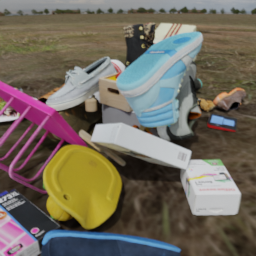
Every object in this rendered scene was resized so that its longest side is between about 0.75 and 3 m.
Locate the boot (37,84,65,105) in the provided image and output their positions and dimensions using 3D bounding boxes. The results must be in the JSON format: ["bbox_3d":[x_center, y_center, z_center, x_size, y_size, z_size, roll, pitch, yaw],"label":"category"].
[{"bbox_3d":[-2.480,-1.078,9.967,1.811,0.862,2.340,-31,13,-37],"label":"boot"}]

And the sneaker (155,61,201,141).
[{"bbox_3d":[1.593,-0.754,7.713,1.027,0.958,2.591,3,62,31],"label":"sneaker"}]

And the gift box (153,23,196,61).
[{"bbox_3d":[2.127,-4.056,14.515,2.312,2.506,2.340,11,52,29],"label":"gift box"}]

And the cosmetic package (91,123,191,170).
[{"bbox_3d":[0.255,0.416,6.326,1.842,0.476,1.389,22,-8,-24],"label":"cosmetic package"}]

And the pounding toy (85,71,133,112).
[{"bbox_3d":[-0.481,-1.156,8.433,1.755,0.914,1.998,21,32,37],"label":"pounding toy"}]

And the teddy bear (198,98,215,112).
[{"bbox_3d":[2.537,-0.966,10.764,1.552,0.518,1.125,12,26,23],"label":"teddy bear"}]

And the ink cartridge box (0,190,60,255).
[{"bbox_3d":[-2.268,1.730,5.271,2.055,0.381,0.973,18,30,38],"label":"ink cartridge box"}]

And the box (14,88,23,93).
[{"bbox_3d":[-4.818,-1.438,11.799,0.768,0.448,0.231,5,46,8],"label":"box"}]

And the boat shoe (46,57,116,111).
[{"bbox_3d":[-1.465,-1.414,8.532,2.643,0.941,0.922,-36,33,-32],"label":"boat shoe"}]

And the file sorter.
[{"bbox_3d":[-2.517,0.178,6.323,2.399,1.667,1.504,25,71,27],"label":"file sorter"}]

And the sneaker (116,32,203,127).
[{"bbox_3d":[0.971,-1.061,6.746,2.641,1.724,1.050,-40,36,-23],"label":"sneaker"}]

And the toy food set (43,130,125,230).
[{"bbox_3d":[-0.966,1.163,5.812,1.507,0.836,2.561,34,22,-4],"label":"toy food set"}]

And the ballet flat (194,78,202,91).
[{"bbox_3d":[2.821,-2.023,12.996,0.623,0.619,1.821,-12,16,-3],"label":"ballet flat"}]

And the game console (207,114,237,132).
[{"bbox_3d":[3.210,-0.192,9.533,0.926,0.163,1.047,9,27,20],"label":"game console"}]

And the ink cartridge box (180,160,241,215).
[{"bbox_3d":[1.722,1.241,6.050,0.924,0.536,1.276,-1,25,-2],"label":"ink cartridge box"}]

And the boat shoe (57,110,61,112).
[{"bbox_3d":[-2.653,-0.627,10.262,1.111,0.400,0.378,5,42,9],"label":"boat shoe"}]

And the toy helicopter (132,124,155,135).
[{"bbox_3d":[0.608,-0.303,7.475,0.553,1.403,0.928,26,23,21],"label":"toy helicopter"}]

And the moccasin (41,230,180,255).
[{"bbox_3d":[-0.238,1.936,4.113,2.043,0.697,0.822,9,-18,-10],"label":"moccasin"}]

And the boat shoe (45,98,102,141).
[{"bbox_3d":[-1.766,-0.228,8.861,0.902,0.961,2.670,-16,14,26],"label":"boat shoe"}]

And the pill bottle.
[{"bbox_3d":[-1.068,-1.992,11.773,1.484,1.484,2.606,9,28,19],"label":"pill bottle"}]

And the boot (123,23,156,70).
[{"bbox_3d":[0.820,-2.672,10.124,1.027,2.112,2.806,-17,21,-37],"label":"boot"}]

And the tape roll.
[{"bbox_3d":[0.590,-0.623,9.490,2.946,0.973,2.946,-1,25,0],"label":"tape roll"}]

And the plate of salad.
[{"bbox_3d":[-4.600,-0.860,10.393,2.649,0.636,2.649,0,24,0],"label":"plate of salad"}]

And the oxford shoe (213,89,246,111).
[{"bbox_3d":[4.119,-1.025,10.946,1.921,0.685,0.700,-19,56,-35],"label":"oxford shoe"}]
